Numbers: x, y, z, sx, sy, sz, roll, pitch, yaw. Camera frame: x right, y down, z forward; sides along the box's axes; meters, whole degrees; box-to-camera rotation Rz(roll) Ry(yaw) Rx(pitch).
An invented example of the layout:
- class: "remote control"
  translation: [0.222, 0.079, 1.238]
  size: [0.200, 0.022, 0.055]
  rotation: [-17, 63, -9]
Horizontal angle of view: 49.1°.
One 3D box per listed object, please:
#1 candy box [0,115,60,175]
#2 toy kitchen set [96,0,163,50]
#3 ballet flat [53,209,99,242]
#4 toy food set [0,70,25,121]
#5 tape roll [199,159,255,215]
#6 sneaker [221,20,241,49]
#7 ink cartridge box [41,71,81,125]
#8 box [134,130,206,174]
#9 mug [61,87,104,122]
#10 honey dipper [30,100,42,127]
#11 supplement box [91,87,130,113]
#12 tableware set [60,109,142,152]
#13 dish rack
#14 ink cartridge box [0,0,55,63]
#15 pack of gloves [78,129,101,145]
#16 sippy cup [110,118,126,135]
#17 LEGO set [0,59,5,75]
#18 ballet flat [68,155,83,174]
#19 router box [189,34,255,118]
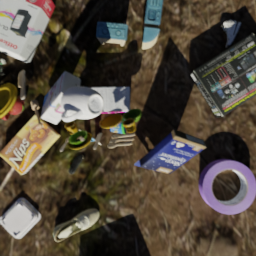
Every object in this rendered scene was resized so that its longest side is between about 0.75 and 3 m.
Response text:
- class: "candy box"
  translation: [-3.856, 0.663, 11.014]
  size: [1.207, 0.578, 2.091]
  rotation: [42, 89, 1]
- class: "toy kitchen set"
  translation: [0.116, -4.753, 10.602]
  size: [2.372, 1.744, 2.960]
  rotation: [6, 88, 0]
- class: "ballet flat"
  translation: [-2.024, 3.819, 10.887]
  size: [1.981, 0.688, 0.688]
  rotation: [-29, 88, -1]
- class: "toy food set"
  translation: [-4.734, -0.748, 10.788]
  size: [2.825, 0.923, 1.662]
  rotation: [-32, 52, 8]
- class: "tape roll"
  translation: [3.847, 2.266, 10.925]
  size: [2.044, 0.671, 2.044]
  rotation: [0, 88, -1]
- class: "sneaker"
  translation: [3.999, -3.798, 11.281]
  size: [0.708, 0.464, 1.230]
  rotation: [23, 81, 10]
- class: "ink cartridge box"
  translation: [-2.499, -1.102, 10.377]
  size: [0.695, 1.187, 1.642]
  rotation: [27, 131, -32]
- class: "box"
  translation: [1.443, 1.034, 10.101]
  size: [1.442, 2.380, 0.386]
  rotation: [18, 45, -30]
- class: "mug"
  translation: [-1.544, -0.687, 9.087]
  size: [1.462, 1.282, 1.080]
  rotation: [-44, 123, -28]
- class: "honey dipper"
  translation: [-3.037, -0.472, 9.326]
  size: [0.255, 0.255, 1.345]
  rotation: [-30, 45, -1]
- class: "supplement box"
  translation: [-0.851, -1.062, 10.891]
  size: [1.860, 0.941, 0.961]
  rotation: [-2, 88, 0]
- class: "tableware set"
  translation: [-1.008, -0.029, 10.009]
  size: [2.939, 1.980, 0.451]
  rotation: [-7, 125, 21]
- class: "dish rack"
  translation: [-4.316, 3.616, 11.076]
  size: [1.187, 0.301, 1.384]
  rotation: [44, 90, 1]
- class: "ink cartridge box"
  translation: [-4.338, -4.157, 10.912]
  size: [1.899, 1.079, 2.605]
  rotation: [23, 88, 1]
- class: "pack of gloves"
  translation: [-1.515, 0.419, 10.785]
  size: [0.808, 0.962, 0.190]
  rotation: [29, 81, 15]
- class: "sippy cup"
  translation: [-0.408, -0.052, 11.066]
  size: [0.587, 0.629, 0.801]
  rotation: [-1, 71, 11]
- class: "LEGO set"
  translation: [-5.791, -1.966, 11.141]
  size: [2.548, 0.722, 1.655]
  rotation: [-11, 77, 14]
- class: "ballet flat"
  translation: [-2.083, 1.458, 11.212]
  size: [0.294, 0.251, 0.884]
  rotation: [32, 82, 23]
- class: "router box"
  translation: [4.151, -1.999, 10.951]
  size: [2.780, 0.864, 2.083]
  rotation: [-32, 88, 0]
